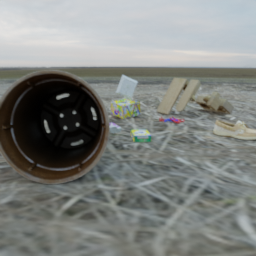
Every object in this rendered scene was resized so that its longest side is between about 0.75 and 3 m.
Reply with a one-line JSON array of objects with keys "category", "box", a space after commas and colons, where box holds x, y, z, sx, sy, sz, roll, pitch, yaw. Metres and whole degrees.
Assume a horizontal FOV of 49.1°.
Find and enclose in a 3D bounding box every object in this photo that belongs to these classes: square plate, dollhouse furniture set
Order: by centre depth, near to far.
[{"category": "square plate", "box": [-0.043, -2.008, 13.924, 0.967, 0.958, 0.138, 18, 4, -32]}, {"category": "dollhouse furniture set", "box": [3.580, -0.998, 15.051, 2.628, 2.141, 2.499, 33, -7, -34]}]

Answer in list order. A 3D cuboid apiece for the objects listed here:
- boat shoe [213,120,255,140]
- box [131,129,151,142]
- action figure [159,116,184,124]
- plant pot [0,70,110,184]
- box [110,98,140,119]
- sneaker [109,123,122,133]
[{"category": "boat shoe", "box": [4.060, 0.040, 10.383, 1.765, 0.610, 0.651, 8, 16, 30]}, {"category": "box", "box": [0.448, 0.262, 10.250, 0.629, 0.259, 1.071, -1, 12, -8]}, {"category": "action figure", "box": [2.019, -0.369, 12.877, 1.151, 0.297, 0.377, 10, 14, 26]}, {"category": "plant pot", "box": [-1.752, -0.135, 7.549, 2.595, 2.595, 2.569, 0, 6, -2]}, {"category": "box", "box": [-0.146, -0.996, 14.192, 1.080, 0.684, 1.122, -17, 25, -34]}, {"category": "sneaker", "box": [-0.597, -0.018, 10.170, 0.440, 0.280, 0.773, 37, 10, 24]}]
